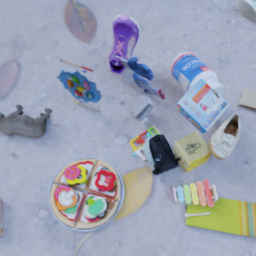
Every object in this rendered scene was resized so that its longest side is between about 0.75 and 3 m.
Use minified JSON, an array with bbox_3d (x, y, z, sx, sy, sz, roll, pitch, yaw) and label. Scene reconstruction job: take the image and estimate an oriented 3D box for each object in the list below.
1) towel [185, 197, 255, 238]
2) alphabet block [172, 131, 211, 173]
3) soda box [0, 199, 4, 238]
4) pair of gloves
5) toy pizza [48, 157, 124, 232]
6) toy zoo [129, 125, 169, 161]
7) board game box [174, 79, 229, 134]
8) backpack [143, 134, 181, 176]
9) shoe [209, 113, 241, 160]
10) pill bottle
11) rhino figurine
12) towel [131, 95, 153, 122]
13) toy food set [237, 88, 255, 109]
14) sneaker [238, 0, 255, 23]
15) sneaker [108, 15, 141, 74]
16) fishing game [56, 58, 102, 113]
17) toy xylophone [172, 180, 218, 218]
[{"bbox_3d":[3.462,3.056,9.743,2.857,0.258,1.229,8,56,6],"label":"towel"},{"bbox_3d":[2.351,0.896,10.485,1.009,1.004,1.027,-28,64,-12],"label":"alphabet block"},{"bbox_3d":[-4.557,3.086,9.572,0.417,0.448,1.311,-13,62,-7],"label":"soda box"},{"bbox_3d":[0.563,-2.039,11.157,0.261,2.288,1.839,-48,48,-10],"label":"pair of gloves"},{"bbox_3d":[-1.514,2.258,10.039,2.746,0.435,2.746,0,61,0],"label":"toy pizza"},{"bbox_3d":[0.740,0.653,11.095,1.489,0.152,0.977,-33,68,-17],"label":"toy zoo"},{"bbox_3d":[2.353,-0.704,8.964,1.266,0.361,1.293,44,71,3],"label":"board game box"},{"bbox_3d":[1.126,0.965,10.408,1.179,0.894,1.413,-18,81,-27],"label":"backpack"},{"bbox_3d":[3.612,0.252,10.274,0.841,0.642,2.407,31,44,11],"label":"shoe"},{"bbox_3d":[2.690,-1.897,10.892,1.220,1.220,2.175,-25,53,-13],"label":"pill bottle"},{"bbox_3d":[-4.503,-0.262,11.236,2.813,0.841,1.230,6,61,5],"label":"rhino figurine"},{"bbox_3d":[0.539,-0.797,11.263,0.910,0.389,0.753,-49,38,20],"label":"towel"},{"bbox_3d":[5.480,-1.110,12.007,1.341,0.405,0.962,19,63,20],"label":"toy food set"},{"bbox_3d":[6.863,-6.188,14.527,2.248,0.827,1.326,42,74,10],"label":"sneaker"},{"bbox_3d":[-0.278,-3.291,11.668,1.167,2.902,1.283,19,63,2],"label":"sneaker"},{"bbox_3d":[-1.915,-1.517,10.769,1.884,2.631,0.409,23,63,11],"label":"fishing game"},{"bbox_3d":[2.353,2.468,9.756,1.566,0.393,1.147,-10,57,-5],"label":"toy xylophone"}]
